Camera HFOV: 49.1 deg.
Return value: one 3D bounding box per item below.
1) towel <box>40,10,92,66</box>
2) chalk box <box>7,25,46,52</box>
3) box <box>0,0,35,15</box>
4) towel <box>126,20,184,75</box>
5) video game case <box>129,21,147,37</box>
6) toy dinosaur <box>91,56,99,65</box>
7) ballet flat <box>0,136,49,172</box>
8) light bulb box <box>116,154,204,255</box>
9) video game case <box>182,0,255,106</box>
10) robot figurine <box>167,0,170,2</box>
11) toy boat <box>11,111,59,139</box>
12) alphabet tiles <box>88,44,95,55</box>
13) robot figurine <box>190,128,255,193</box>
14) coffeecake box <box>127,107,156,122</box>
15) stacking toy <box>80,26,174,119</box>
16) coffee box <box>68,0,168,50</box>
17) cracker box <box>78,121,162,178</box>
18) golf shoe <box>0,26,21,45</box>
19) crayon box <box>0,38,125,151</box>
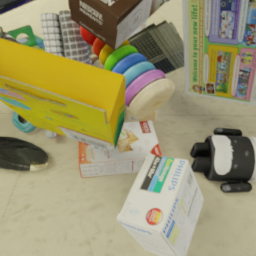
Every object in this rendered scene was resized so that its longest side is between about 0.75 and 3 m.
[{"bbox_3d":[-1.340,-1.874,6.921,0.937,1.812,2.189,-6,18,2],"label":"towel"},{"bbox_3d":[-2.965,-1.827,8.580,1.501,2.413,1.494,-32,51,-31],"label":"chalk box"},{"bbox_3d":[-2.768,-3.340,6.457,2.658,1.048,1.876,-39,26,-26],"label":"box"},{"bbox_3d":[0.598,-1.816,6.902,1.575,1.636,0.283,-20,58,25],"label":"towel"},{"bbox_3d":[-0.451,-4.362,9.429,2.433,2.677,0.313,-28,30,-32],"label":"video game case"},{"bbox_3d":[-2.325,-2.479,10.421,2.702,1.160,1.831,14,51,-8],"label":"toy dinosaur"},{"bbox_3d":[-3.448,0.711,7.160,2.888,0.820,0.960,8,30,0],"label":"ballet flat"},{"bbox_3d":[0.531,1.165,4.082,0.696,1.115,1.105,5,51,34],"label":"light bulb box"},{"bbox_3d":[2.095,-1.404,4.774,2.333,2.562,0.283,14,54,24],"label":"video game case"},{"bbox_3d":[0.869,-4.876,9.274,1.754,1.094,1.317,-22,50,-17],"label":"robot figurine"},{"bbox_3d":[-2.540,-0.252,7.853,1.535,1.291,0.713,35,15,5],"label":"toy boat"},{"bbox_3d":[-0.969,-2.624,7.919,1.098,1.123,0.082,5,5,29],"label":"alphabet tiles"},{"bbox_3d":[2.422,0.742,6.695,1.793,1.347,1.119,1,11,2],"label":"robot figurine"},{"bbox_3d":[0.437,-0.730,8.854,0.881,0.419,1.148,3,41,3],"label":"coffeecake box"},{"bbox_3d":[-0.145,-1.351,5.567,1.000,1.000,2.344,-27,72,-28],"label":"stacking toy"},{"bbox_3d":[-0.041,-2.371,4.865,1.042,0.727,1.823,36,66,10],"label":"coffee box"},{"bbox_3d":[-0.255,0.512,7.313,2.038,0.588,1.365,-5,42,-6],"label":"cracker box"},{"bbox_3d":[-2.148,-0.749,4.485,0.716,0.871,1.843,-14,55,50],"label":"golf shoe"},{"bbox_3d":[-0.969,-0.395,4.374,1.788,2.817,0.715,18,78,2],"label":"crayon box"}]
